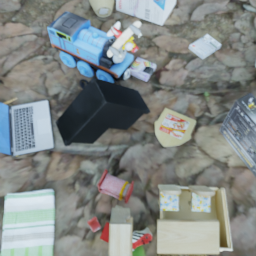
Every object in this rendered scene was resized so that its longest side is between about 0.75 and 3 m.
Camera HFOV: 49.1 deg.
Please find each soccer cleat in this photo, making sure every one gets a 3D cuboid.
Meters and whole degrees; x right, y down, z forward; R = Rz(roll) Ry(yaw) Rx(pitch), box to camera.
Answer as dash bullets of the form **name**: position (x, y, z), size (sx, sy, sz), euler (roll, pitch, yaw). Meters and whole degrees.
- **soccer cleat**: position (0.121, 2.835, 7.068), size (1.021, 0.350, 0.435), euler (-24, 19, 6)

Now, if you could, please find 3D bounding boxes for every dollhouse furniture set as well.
- **dollhouse furniture set**: position (-0.528, 2.037, 7.300), size (0.873, 0.660, 1.622), euler (19, 63, 11)
- **dollhouse furniture set**: position (0.825, 2.421, 6.067), size (2.432, 1.615, 2.131), euler (1, 86, -1)

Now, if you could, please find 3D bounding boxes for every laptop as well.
- **laptop**: position (-3.336, -0.205, 8.261), size (1.917, 1.111, 1.795), euler (-11, 62, -8)

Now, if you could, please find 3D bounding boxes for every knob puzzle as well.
- **knob puzzle**: position (1.362, 0.097, 8.647), size (1.327, 0.184, 1.327), euler (-3, 63, 5)

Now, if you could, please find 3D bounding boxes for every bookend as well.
- **bookend**: position (-0.730, -0.335, 8.351), size (1.966, 1.954, 0.906), euler (7, 47, -49)

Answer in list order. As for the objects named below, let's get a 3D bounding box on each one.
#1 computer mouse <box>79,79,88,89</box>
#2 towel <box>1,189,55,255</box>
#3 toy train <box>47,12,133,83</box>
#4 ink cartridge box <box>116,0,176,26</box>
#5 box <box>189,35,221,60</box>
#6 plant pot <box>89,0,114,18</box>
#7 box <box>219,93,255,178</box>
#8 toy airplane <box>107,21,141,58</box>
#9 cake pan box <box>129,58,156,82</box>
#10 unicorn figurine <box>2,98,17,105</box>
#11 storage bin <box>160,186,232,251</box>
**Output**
- **computer mouse**: position (-1.446, -1.007, 9.285), size (0.457, 0.265, 1.559), euler (-1, 54, -9)
- **towel**: position (-2.590, 2.524, 7.254), size (1.333, 0.274, 1.786), euler (-6, 61, -3)
- **toy train**: position (-1.230, -2.569, 9.293), size (2.937, 1.678, 1.273), euler (28, 65, 15)
- **ink cartridge box**: position (0.734, -5.345, 10.939), size (2.067, 1.517, 1.510), euler (24, 64, 12)
- **box**: position (2.854, -3.019, 10.405), size (0.935, 0.193, 0.729), euler (-34, 65, -19)
- **plant pot**: position (-1.056, -5.154, 11.120), size (1.261, 1.261, 1.347), euler (-7, 74, -4)
- **box**: position (3.539, 0.403, 7.608), size (0.528, 1.729, 2.184), euler (-25, 63, -11)
- **toy airplane**: position (-0.107, -2.529, 8.070), size (1.016, 1.020, 0.720), euler (-14, 53, -18)
- **cake pan box**: position (0.509, -2.056, 9.863), size (0.788, 0.206, 0.725), euler (28, 67, 15)
- **unicorn figurine**: position (-4.564, -0.583, 8.118), size (0.870, 1.619, 2.357), euler (-27, 32, 26)
- **storage bin**: position (1.635, 2.256, 7.130), size (1.600, 0.750, 1.589), euler (2, 61, 2)
